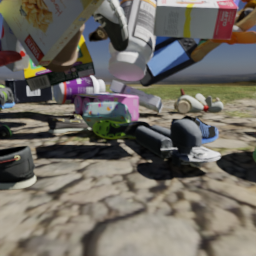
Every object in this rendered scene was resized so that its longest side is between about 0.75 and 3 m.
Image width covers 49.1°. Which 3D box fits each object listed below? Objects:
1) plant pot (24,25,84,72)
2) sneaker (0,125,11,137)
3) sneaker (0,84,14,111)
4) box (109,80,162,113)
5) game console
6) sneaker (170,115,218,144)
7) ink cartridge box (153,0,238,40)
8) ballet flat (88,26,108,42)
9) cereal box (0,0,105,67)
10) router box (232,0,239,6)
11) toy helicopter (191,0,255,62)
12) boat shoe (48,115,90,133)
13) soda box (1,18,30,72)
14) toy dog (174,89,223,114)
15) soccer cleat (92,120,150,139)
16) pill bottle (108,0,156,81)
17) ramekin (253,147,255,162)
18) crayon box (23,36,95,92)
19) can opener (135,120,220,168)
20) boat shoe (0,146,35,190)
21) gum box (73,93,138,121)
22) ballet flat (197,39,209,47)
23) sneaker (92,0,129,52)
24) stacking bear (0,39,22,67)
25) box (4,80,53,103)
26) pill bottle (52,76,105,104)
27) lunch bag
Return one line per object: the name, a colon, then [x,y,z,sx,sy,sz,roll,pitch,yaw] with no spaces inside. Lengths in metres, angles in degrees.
plant pot: [-2.081,-2.792,8.357,1.711,1.711,1.493,-11,-21,-46]
sneaker: [-3.439,0.136,7.269,0.924,0.354,0.387,1,30,18]
sneaker: [-6.075,-1.424,12.948,1.033,1.208,2.915,-1,11,-5]
box: [0.363,-1.237,11.389,2.007,0.413,1.565,23,-2,13]
game console: [1.264,-3.446,11.309,2.823,2.409,1.670,-26,-32,5]
sneaker: [1.640,0.011,6.760,1.734,0.675,0.608,-11,14,-43]
ink cartridge box: [1.270,-2.271,5.601,1.484,0.619,1.077,3,40,4]
ballet flat: [-1.174,-3.474,10.559,0.380,0.552,1.639,-39,24,-14]
cereal box: [-1.711,-2.722,6.056,2.392,1.721,0.473,-36,-4,32]
router box: [2.422,-3.838,8.218,1.659,0.451,1.848,-7,45,39]
toy helicopter: [2.534,-2.362,7.043,2.506,0.989,1.657,-33,22,49]
boat shoe: [-1.611,-0.151,8.237,1.497,0.451,0.534,-8,13,-35]
soda box: [-3.725,-3.075,9.419,0.775,2.269,0.720,37,37,13]
toy dog: [2.966,-1.187,12.153,2.158,1.039,1.423,-5,12,-24]
soccer cleat: [-0.157,0.068,7.303,1.522,0.492,0.637,0,-8,8]
pill bottle: [0.176,-3.130,9.826,1.569,2.696,1.569,11,-17,3]
ramekin: [3.506,0.114,4.906,2.346,1.146,2.346,0,11,0]
crayon box: [-2.826,-2.703,11.095,2.554,0.744,2.203,-16,51,-9]
can opener: [0.855,0.203,5.566,0.686,0.866,2.605,-5,7,-17]
boat shoe: [-2.380,0.558,4.124,1.958,0.613,0.716,-2,14,-3]
gum box: [-0.957,-0.820,10.603,1.516,0.883,2.671,-6,12,-30]
ballet flat: [2.217,-2.565,8.223,0.315,0.912,0.325,9,12,5]
sneaker: [-1.033,-2.957,6.807,1.495,2.588,0.971,-24,13,-16]
stacking bear: [-3.636,-2.516,5.992,1.505,2.646,1.607,-13,20,4]
box: [-6.046,-2.274,17.018,2.226,1.372,2.208,-7,13,-35]
pill bottle: [-2.830,-2.220,16.187,2.804,1.577,1.577,-6,12,-28]
lunch bag: [-0.569,-0.282,7.709,1.259,0.485,1.010,-1,-25,18]
